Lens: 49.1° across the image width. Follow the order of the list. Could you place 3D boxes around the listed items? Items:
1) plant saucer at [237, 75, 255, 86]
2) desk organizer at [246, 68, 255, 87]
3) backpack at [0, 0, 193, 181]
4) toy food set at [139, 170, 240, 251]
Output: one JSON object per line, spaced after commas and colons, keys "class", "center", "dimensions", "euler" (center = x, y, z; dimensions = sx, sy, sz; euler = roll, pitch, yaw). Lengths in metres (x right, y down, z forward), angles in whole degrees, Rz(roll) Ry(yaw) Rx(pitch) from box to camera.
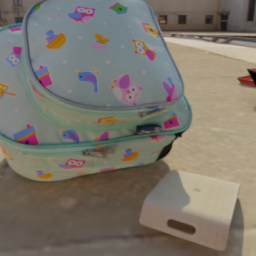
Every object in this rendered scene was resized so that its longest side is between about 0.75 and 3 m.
{"class": "plant saucer", "center": [4.930, -1.773, 10.589], "dimensions": [1.181, 0.217, 1.183], "euler": [-16, 26, -35]}
{"class": "desk organizer", "center": [4.413, -1.038, 7.813], "dimensions": [1.014, 0.944, 2.633], "euler": [-6, 22, -8]}
{"class": "backpack", "center": [-0.731, -0.606, 4.436], "dimensions": [2.978, 2.283, 2.618], "euler": [-13, 66, -10]}
{"class": "toy food set", "center": [0.855, 0.979, 3.607], "dimensions": [0.968, 0.408, 1.349], "euler": [10, 16, 24]}
